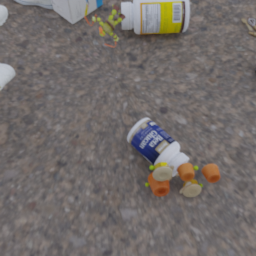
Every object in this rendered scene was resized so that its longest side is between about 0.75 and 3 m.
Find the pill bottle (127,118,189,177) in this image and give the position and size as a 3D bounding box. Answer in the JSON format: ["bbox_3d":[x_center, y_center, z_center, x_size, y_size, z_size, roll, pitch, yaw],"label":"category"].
[{"bbox_3d":[0.955,0.630,8.856,1.043,1.043,1.877,-41,69,-20],"label":"pill bottle"}]

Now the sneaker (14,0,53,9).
[{"bbox_3d":[-4.256,-6.034,12.598,2.277,0.806,0.832,12,62,7],"label":"sneaker"}]

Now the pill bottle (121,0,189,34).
[{"bbox_3d":[1.062,-4.611,11.457,2.669,1.458,1.458,-2,62,0],"label":"pill bottle"}]

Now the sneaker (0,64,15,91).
[{"bbox_3d":[-4.765,-1.550,8.873,2.000,0.737,1.156,4,46,13],"label":"sneaker"}]

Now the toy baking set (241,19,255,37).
[{"bbox_3d":[5.561,-4.296,12.050,1.410,0.164,1.082,12,59,6],"label":"toy baking set"}]

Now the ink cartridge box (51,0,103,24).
[{"bbox_3d":[-2.263,-5.758,12.141,1.356,1.333,1.842,39,68,19],"label":"ink cartridge box"}]

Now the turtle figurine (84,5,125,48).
[{"bbox_3d":[-0.722,-3.787,10.098,1.256,1.557,0.502,-54,29,-5],"label":"turtle figurine"}]

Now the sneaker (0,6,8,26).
[{"bbox_3d":[-6.191,-4.623,11.776,2.334,0.939,0.892,-40,67,-21],"label":"sneaker"}]

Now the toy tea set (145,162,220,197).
[{"bbox_3d":[1.599,1.404,8.437,2.227,1.324,0.824,5,37,-12],"label":"toy tea set"}]
